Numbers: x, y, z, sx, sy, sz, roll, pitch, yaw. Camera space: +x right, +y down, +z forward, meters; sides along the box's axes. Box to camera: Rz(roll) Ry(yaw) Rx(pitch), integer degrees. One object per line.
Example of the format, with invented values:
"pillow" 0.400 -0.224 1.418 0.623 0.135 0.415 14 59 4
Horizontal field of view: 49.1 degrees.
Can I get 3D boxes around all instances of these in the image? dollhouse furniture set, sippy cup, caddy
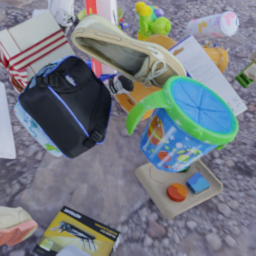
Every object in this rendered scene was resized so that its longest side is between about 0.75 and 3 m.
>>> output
"dollhouse furniture set" 3.866 -1.724 7.719 0.852 2.206 1.102 -40 86 -6
"sippy cup" 1.244 0.061 6.635 2.473 1.812 1.942 34 39 0
"caddy" -1.274 -2.508 12.416 1.583 0.831 1.119 22 49 20

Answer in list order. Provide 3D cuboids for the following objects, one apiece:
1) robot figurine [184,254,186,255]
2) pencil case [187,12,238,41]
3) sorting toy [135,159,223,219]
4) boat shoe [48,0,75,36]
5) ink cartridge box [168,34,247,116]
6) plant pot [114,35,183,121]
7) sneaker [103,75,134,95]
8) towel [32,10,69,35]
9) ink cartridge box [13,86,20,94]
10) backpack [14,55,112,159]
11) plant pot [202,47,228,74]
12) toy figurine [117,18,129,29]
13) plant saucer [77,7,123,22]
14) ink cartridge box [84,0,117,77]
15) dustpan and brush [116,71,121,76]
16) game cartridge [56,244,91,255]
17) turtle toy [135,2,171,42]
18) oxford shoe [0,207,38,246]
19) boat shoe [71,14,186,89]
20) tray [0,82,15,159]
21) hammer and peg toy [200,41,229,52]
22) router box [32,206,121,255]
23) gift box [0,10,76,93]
"robot figurine" 1.088 3.862 5.964 1.776 1.183 2.094 -22 43 19
"pencil case" 3.042 -3.676 10.283 0.895 0.820 1.972 -2 10 -26
"sorting toy" 1.347 1.304 9.012 2.106 0.378 2.826 -22 50 -20
"boat shoe" -2.341 -4.113 10.176 1.059 2.879 0.961 -35 82 -38
"ink cartridge box" 2.178 -1.326 8.635 1.417 0.559 2.850 -34 81 9
"plant pot" 0.827 -1.672 10.607 2.456 2.683 2.683 -43 58 -15
"sneaker" -0.400 -1.264 8.647 0.745 0.624 1.684 -25 11 -21
"towel" -4.318 -5.855 15.678 2.044 0.875 1.693 -5 47 -7
"ink cartridge box" -4.282 -2.302 11.700 0.689 1.574 1.143 34 54 24
"backpack" -1.456 -0.576 6.660 1.617 2.013 2.200 -26 26 25
"plant pot" 2.635 -2.262 9.455 0.963 1.052 1.052 9 40 -28
"toy figurine" -0.231 -5.886 15.954 0.585 0.515 0.977 16 47 8
"plant saucer" -1.624 -6.543 16.562 2.683 0.417 2.683 -1 44 1
"ink cartridge box" -0.707 -2.800 8.613 0.526 2.351 2.071 1 26 7
"dustpan and brush" -0.171 -2.423 12.614 1.466 0.601 2.101 27 45 25
"game cartridge" -1.434 4.041 5.893 1.818 0.567 2.730 23 63 15
"turtle toy" 1.027 -4.315 11.682 1.131 1.631 2.238 -10 33 -6
"oxford shoe" -2.333 1.704 4.737 0.611 1.725 0.637 -46 68 6
"boat shoe" 0.066 -1.622 6.695 2.907 1.060 0.915 29 43 -14
"tray" -3.628 -0.306 7.189 0.259 1.255 2.337 -26 69 20
"hammer and peg toy" 4.265 -3.747 13.856 1.050 0.503 1.427 -32 54 -29
"router box" -1.297 3.033 7.259 1.806 0.472 1.420 18 49 17
"gift box" -3.196 -2.502 9.231 2.166 2.141 2.320 -36 15 -17
